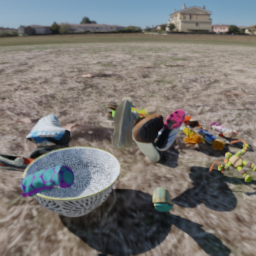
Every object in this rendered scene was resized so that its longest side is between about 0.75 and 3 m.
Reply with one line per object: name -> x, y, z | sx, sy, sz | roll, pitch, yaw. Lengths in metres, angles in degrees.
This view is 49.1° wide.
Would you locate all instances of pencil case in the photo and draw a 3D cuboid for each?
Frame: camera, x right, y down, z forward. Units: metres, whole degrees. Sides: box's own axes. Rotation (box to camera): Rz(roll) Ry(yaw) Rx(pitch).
pencil case -> -1.947, 1.288, 6.703 | 1.276, 0.543, 0.590 | -19, 35, 24

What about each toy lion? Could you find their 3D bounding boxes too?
toy lion -> 0.166, -0.531, 14.747 | 2.476, 0.850, 2.373 | 26, 40, 27

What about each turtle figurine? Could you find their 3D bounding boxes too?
turtle figurine -> 3.655, 1.249, 9.421 | 1.624, 0.523, 1.310 | -41, 41, -2

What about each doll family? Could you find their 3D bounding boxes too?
doll family -> 3.469, 0.349, 12.711 | 2.948, 1.328, 1.830 | 13, 14, -14

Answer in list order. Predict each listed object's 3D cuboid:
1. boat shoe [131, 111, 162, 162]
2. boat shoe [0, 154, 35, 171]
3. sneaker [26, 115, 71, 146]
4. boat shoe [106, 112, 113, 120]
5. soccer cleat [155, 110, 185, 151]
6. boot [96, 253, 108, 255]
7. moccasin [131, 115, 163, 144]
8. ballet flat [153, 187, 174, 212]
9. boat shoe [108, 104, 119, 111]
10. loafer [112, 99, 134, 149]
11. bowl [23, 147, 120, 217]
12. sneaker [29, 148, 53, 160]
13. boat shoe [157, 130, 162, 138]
boat shoe -> 0.687, 0.273, 11.903 | 0.900, 0.956, 2.661 | -21, 55, -25
boat shoe -> -4.352, 1.310, 11.035 | 1.620, 0.507, 0.576 | 3, 22, 4
sneaker -> -3.265, 0.004, 11.755 | 2.979, 1.291, 1.117 | -1, -28, 46
boat shoe -> -0.589, -0.671, 15.558 | 1.338, 0.480, 0.506 | 3, 24, 8
soccer cleat -> 1.584, 0.097, 10.423 | 0.592, 1.695, 0.732 | 34, 1, 27
boot -> -0.426, 3.287, 6.787 | 0.891, 0.345, 0.616 | 2, 19, 3
moccasin -> 0.585, -0.051, 9.960 | 0.981, 0.929, 2.541 | 1, 18, 17
ballet flat -> 0.989, 2.018, 7.949 | 0.593, 1.676, 0.593 | -4, 67, 9
boat shoe -> -0.389, -0.973, 13.861 | 1.150, 0.404, 0.405 | 19, -19, -12
loafer -> -0.112, -0.101, 9.545 | 0.635, 1.859, 0.703 | 20, -27, -27
bowl -> -1.663, 1.847, 8.748 | 2.882, 1.352, 2.882 | -1, 23, 0
sneaker -> -3.555, 1.105, 11.628 | 0.547, 0.385, 1.031 | 18, 28, 40
boat shoe -> 1.441, 0.226, 12.911 | 0.352, 0.313, 0.957 | -2, 20, 5
